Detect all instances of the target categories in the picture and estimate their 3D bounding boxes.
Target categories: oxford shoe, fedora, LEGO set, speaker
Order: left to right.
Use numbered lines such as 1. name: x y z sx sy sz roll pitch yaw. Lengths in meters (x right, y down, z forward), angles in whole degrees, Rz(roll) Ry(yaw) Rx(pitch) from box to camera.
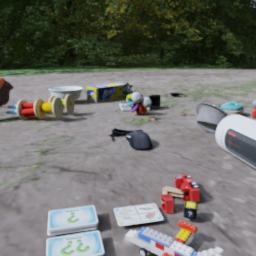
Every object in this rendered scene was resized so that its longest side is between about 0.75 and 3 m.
1. oxford shoe: -5.046 -1.067 10.944 0.707 1.986 0.720 -21 -44 40
2. LEGO set: 0.071 1.374 3.741 2.290 0.562 1.711 -3 19 -12
3. fedora: 2.670 -0.238 9.119 1.217 1.076 0.549 27 65 15
4. speaker: 2.998 0.434 6.233 1.021 1.021 2.514 -3 16 -11

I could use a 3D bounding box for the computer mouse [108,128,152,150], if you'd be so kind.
1. computer mouse: 0.013 0.229 8.204 1.195 0.392 1.702 -1 15 -8

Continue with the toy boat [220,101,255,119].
1. toy boat: 4.575 -0.816 11.461 1.523 0.708 1.280 8 16 29

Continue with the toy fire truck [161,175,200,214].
1. toy fire truck: 0.891 1.152 5.039 0.719 0.248 1.019 -5 13 -3

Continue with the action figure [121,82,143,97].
1. action figure: 0.289 -1.631 14.419 1.437 0.733 0.854 50 15 19

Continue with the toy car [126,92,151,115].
1. toy car: 0.380 -0.963 11.716 1.067 0.800 0.934 25 -11 -18

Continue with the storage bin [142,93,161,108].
1. storage bin: 0.981 -1.286 13.007 0.645 0.699 0.961 8 11 37

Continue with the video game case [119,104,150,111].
1. video game case: 0.277 -0.970 13.131 1.276 0.147 1.163 -1 15 -8

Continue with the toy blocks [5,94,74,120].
1. toy blocks: -3.560 -0.838 11.355 2.234 0.811 1.862 -2 12 14

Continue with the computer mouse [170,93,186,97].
1. computer mouse: 2.970 -1.942 16.631 0.740 0.243 1.054 12 12 33

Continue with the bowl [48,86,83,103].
1. bowl: -3.207 -1.671 14.499 1.738 0.781 1.738 1 15 0

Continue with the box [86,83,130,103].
1. box: -1.060 -1.962 15.508 0.897 0.823 2.559 13 21 41
